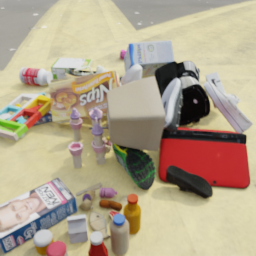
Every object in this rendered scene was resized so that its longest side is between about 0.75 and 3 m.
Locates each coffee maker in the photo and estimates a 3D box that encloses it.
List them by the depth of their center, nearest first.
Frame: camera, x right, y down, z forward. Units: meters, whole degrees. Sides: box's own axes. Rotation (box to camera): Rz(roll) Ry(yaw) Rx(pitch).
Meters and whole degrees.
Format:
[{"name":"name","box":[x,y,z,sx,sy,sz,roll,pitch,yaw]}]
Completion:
[{"name":"coffee maker","box":[1.863,-1.568,12.135,2.848,1.997,2.965,1,33,2]}]

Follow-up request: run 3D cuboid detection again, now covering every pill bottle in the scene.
[{"name":"pill bottle","box":[-4.854,-2.708,14.808,1.557,0.874,0.874,7,35,10]}]

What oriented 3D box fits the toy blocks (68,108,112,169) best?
[{"name":"toy blocks","box":[-0.979,0.009,9.876,2.224,1.872,2.078,-5,34,-7]}]

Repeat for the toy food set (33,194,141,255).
[{"name":"toy food set","box":[-0.944,2.515,6.726,2.718,1.223,1.298,-6,34,-8]}]

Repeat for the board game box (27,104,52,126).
[{"name":"board game box","box":[-3.485,-0.707,12.329,1.839,0.318,1.246,-16,38,-22]}]

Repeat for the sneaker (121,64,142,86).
[{"name":"sneaker","box":[0.361,-1.389,11.514,1.258,2.533,0.987,38,51,26]}]

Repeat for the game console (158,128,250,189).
[{"name":"game console","box":[2.548,0.923,9.958,2.896,1.719,2.496,4,3,6]}]

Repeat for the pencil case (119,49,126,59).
[{"name":"pencil case","box":[0.200,-4.754,18.072,1.494,0.678,0.700,5,70,3]}]

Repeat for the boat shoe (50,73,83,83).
[{"name":"boat shoe","box":[-3.056,-2.469,14.285,1.817,0.692,0.651,-18,7,-12]}]

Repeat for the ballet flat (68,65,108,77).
[{"name":"ballet flat","box":[-1.866,-2.860,14.997,2.725,0.995,0.995,-1,34,-2]}]

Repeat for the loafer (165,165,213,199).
[{"name":"loafer","box":[1.836,1.703,8.581,1.560,0.557,0.570,29,39,11]}]

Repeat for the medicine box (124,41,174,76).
[{"name":"medicine box","box":[1.037,-3.665,15.059,2.290,1.179,2.086,-7,-6,-8]}]

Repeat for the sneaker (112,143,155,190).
[{"name":"sneaker","box":[0.161,1.078,9.219,0.885,0.967,2.269,-18,54,-18]}]

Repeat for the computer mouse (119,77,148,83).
[{"name":"computer mouse","box":[0.518,-2.344,14.452,2.945,0.678,2.068,14,37,19]}]

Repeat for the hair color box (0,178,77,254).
[{"name":"hair color box","box":[-2.565,2.282,7.605,2.108,0.638,1.054,-25,41,-32]}]

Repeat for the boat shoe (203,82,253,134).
[{"name":"boat shoe","box":[3.931,-0.912,10.916,0.855,2.448,0.868,-37,-5,13]}]

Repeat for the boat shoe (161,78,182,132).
[{"name":"boat shoe","box":[1.561,-0.792,9.817,0.639,0.775,2.258,33,53,-17]}]

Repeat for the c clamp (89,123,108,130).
[{"name":"c clamp","box":[-0.439,-0.227,10.286,1.656,0.263,1.938,4,15,2]}]

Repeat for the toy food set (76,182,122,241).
[{"name":"toy food set","box":[-0.724,2.209,8.012,1.204,0.298,1.895,-20,39,-27]}]

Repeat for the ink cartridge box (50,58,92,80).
[{"name":"ink cartridge box","box":[-3.130,-3.317,15.814,2.040,0.773,1.508,3,34,3]}]

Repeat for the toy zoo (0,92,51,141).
[{"name":"toy zoo","box":[-4.420,-0.666,11.761,1.887,0.294,2.877,12,45,26]}]

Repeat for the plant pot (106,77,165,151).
[{"name":"plant pot","box":[0.125,-0.369,8.754,1.545,1.745,1.743,-4,52,-6]}]

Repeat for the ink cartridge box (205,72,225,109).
[{"name":"ink cartridge box","box":[3.865,-1.658,12.358,0.544,0.937,1.298,-15,58,12]}]

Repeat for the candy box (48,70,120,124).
[{"name":"candy box","box":[-1.699,-1.206,11.335,2.825,1.631,0.781,-9,-6,9]}]
